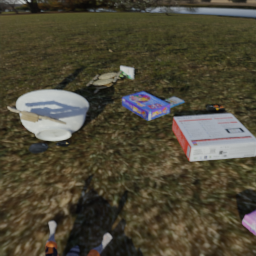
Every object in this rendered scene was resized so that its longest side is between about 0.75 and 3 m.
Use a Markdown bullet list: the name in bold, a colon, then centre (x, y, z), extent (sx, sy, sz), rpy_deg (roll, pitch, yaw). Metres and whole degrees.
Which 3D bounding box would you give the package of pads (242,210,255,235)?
- **package of pads**: centre (3.856, 2.750, 7.562), extent (0.767, 0.482, 1.273), rpy_deg (-17, 34, -26)

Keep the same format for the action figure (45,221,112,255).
- **action figure**: centre (-1.055, 3.483, 5.971), extent (2.638, 1.380, 2.552), rpy_deg (23, 37, -6)

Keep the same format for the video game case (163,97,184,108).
- **video game case**: centre (2.403, -1.405, 15.188), extent (1.061, 0.094, 0.759), rpy_deg (-21, 37, -32)

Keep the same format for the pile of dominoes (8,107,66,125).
- **pile of dominoes**: centre (-2.984, -0.280, 9.003), extent (1.689, 0.345, 2.167), rpy_deg (16, -1, -26)

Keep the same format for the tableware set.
- **tableware set**: centre (-1.343, -2.853, 17.304), extent (1.802, 0.546, 2.726), rpy_deg (-7, 23, 12)

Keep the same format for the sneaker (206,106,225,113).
- **sneaker**: centre (4.421, -0.979, 14.264), extent (0.932, 0.326, 0.419), rpy_deg (5, 23, 0)

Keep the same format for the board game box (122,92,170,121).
- **board game box**: centre (0.886, -1.169, 14.381), extent (1.432, 0.477, 2.131), rpy_deg (-20, 35, -31)

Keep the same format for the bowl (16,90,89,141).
- **bowl**: centre (-3.026, -0.300, 11.342), extent (2.917, 2.917, 1.311), rpy_deg (-3, 69, -5)

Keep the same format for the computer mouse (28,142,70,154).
- **computer mouse**: centre (-3.190, 0.706, 11.335), extent (1.624, 0.276, 0.476), rpy_deg (-11, 31, -18)

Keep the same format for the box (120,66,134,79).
- **box**: centre (-0.081, -3.636, 18.448), extent (0.986, 0.712, 0.179), rpy_deg (17, 33, 28)

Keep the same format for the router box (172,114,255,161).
- **router box**: centre (3.491, 0.312, 11.608), extent (2.732, 0.667, 2.452), rpy_deg (-4, 30, -6)
